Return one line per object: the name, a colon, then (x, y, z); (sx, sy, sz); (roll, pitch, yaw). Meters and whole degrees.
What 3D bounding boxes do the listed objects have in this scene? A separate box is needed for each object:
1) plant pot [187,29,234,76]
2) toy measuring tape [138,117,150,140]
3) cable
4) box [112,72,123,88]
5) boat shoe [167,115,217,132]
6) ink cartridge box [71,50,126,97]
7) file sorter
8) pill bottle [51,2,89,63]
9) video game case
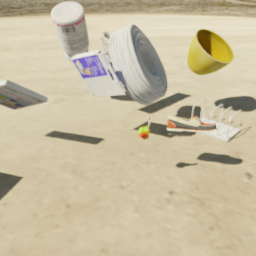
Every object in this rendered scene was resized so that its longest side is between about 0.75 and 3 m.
plant pot: (2.969, -2.736, 10.796); (1.717, 1.219, 1.717); (14, 53, -20)
toy measuring tape: (0.400, 0.025, 7.171); (0.304, 0.828, 0.304); (0, 48, 1)
cable: (0.392, -2.072, 9.212); (0.910, 2.629, 2.630); (-22, 5, 28)
box: (-0.026, -2.694, 11.058); (0.761, 0.914, 2.225); (15, 60, 43)
boat shoe: (1.709, -0.113, 7.557); (1.336, 0.418, 0.475); (3, 4, 16)
ink cartridge box: (-0.838, -1.611, 8.480); (1.483, 1.469, 0.322); (4, 44, 41)
file sorter: (3.286, -0.325, 10.496); (1.574, 0.980, 1.092); (24, 37, 36)
pill bottle: (-2.169, -3.640, 10.947); (1.208, 2.131, 1.208); (0, 59, 1)
video game case: (-3.542, -0.942, 8.448); (1.914, 0.172, 1.370); (-7, -20, 39)
